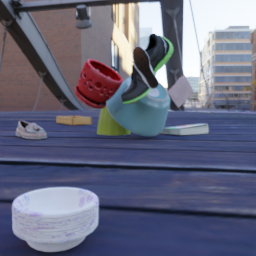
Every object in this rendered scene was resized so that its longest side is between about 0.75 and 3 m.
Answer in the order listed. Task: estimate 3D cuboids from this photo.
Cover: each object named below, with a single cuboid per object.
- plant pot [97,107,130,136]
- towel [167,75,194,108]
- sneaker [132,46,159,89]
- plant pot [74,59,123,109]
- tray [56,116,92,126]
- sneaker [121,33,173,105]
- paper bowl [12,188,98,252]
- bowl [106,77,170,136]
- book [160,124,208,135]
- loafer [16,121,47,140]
[{"bbox_3d":[-0.604,-0.508,11.699,1.410,1.507,1.410,0,5,0],"label":"plant pot"},{"bbox_3d":[1.570,-1.077,8.344,0.770,0.735,0.124,47,-3,-42],"label":"towel"},{"bbox_3d":[0.310,-1.217,5.713,0.331,0.909,0.385,-26,16,0],"label":"sneaker"},{"bbox_3d":[-0.976,-1.319,8.656,1.266,1.153,1.266,31,23,-14],"label":"plant pot"},{"bbox_3d":[-3.361,-0.449,17.187,1.255,0.471,2.544,-4,5,-34],"label":"tray"},{"bbox_3d":[0.386,-1.793,8.510,1.028,2.453,0.941,36,-13,-27],"label":"sneaker"},{"bbox_3d":[-0.652,0.835,2.569,0.760,0.395,0.760,0,5,0],"label":"paper bowl"},{"bbox_3d":[0.549,-1.012,10.166,2.430,1.271,2.430,19,39,-16],"label":"bowl"},{"bbox_3d":[2.351,0.094,11.691,1.699,0.408,1.135,-6,4,-37],"label":"book"},{"bbox_3d":[-3.629,0.068,10.300,0.678,0.593,1.885,-5,7,-44],"label":"loafer"}]
